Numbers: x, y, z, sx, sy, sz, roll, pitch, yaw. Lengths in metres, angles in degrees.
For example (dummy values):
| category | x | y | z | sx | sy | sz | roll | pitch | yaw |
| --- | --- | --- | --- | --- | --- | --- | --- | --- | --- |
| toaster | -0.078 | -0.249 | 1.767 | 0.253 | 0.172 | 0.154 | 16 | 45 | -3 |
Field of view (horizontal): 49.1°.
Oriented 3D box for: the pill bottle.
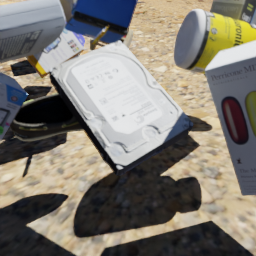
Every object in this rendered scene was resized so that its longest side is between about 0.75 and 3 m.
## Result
| category | x | y | z | sx | sy | sz | roll | pitch | yaw |
| --- | --- | --- | --- | --- | --- | --- | --- | --- | --- |
| pill bottle | 2.271 | -1.717 | 6.205 | 2.255 | 1.255 | 1.255 | 10 | 35 | -12 |

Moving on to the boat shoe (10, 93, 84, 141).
| category | x | y | z | sx | sy | sz | roll | pitch | yaw |
| --- | --- | --- | --- | --- | --- | --- | --- | --- | --- |
| boat shoe | -1.208 | -0.358 | 5.847 | 2.409 | 0.725 | 0.859 | -20 | 77 | -17 |

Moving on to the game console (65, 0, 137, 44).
| category | x | y | z | sx | sy | sz | roll | pitch | yaw |
| --- | --- | --- | --- | --- | --- | --- | --- | --- | --- |
| game console | -0.777 | -3.162 | 7.797 | 1.617 | 0.957 | 1.380 | 8 | -6 | -29 |

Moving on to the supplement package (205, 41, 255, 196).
| category | x | y | z | sx | sy | sz | roll | pitch | yaw |
| --- | --- | --- | --- | --- | --- | --- | --- | --- | --- |
| supplement package | 2.375 | -0.217 | 4.750 | 1.354 | 2.381 | 1.304 | -12 | 20 | 34 |

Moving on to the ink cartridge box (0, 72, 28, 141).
| category | x | y | z | sx | sy | sz | roll | pitch | yaw |
| --- | --- | --- | --- | --- | --- | --- | --- | --- | --- |
| ink cartridge box | -2.543 | -0.421 | 4.967 | 0.842 | 1.147 | 0.838 | 25 | 11 | -47 |

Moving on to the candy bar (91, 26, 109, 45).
| category | x | y | z | sx | sy | sz | roll | pitch | yaw |
| --- | --- | --- | --- | --- | --- | --- | --- | --- | --- |
| candy bar | -0.724 | -2.351 | 7.152 | 0.928 | 0.103 | 0.231 | -9 | 48 | 61 |

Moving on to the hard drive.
| category | x | y | z | sx | sy | sz | roll | pitch | yaw |
| --- | --- | --- | --- | --- | --- | --- | --- | --- | --- |
| hard drive | -0.164 | -0.461 | 4.889 | 1.568 | 0.425 | 2.244 | -28 | 68 | -21 |

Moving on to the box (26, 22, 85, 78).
| category | x | y | z | sx | sy | sz | roll | pitch | yaw |
| --- | --- | --- | --- | --- | --- | --- | --- | --- | --- |
| box | -2.196 | -2.425 | 8.455 | 1.759 | 1.047 | 0.365 | -39 | 8 | -19 |

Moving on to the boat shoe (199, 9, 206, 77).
| category | x | y | z | sx | sy | sz | roll | pitch | yaw |
| --- | --- | --- | --- | --- | --- | --- | --- | --- | --- |
| boat shoe | 2.351 | -2.471 | 8.490 | 0.809 | 2.264 | 0.744 | -14 | 16 | 44 |

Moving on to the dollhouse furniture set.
| category | x | y | z | sx | sy | sz | roll | pitch | yaw |
| --- | --- | --- | --- | --- | --- | --- | --- | --- | --- |
| dollhouse furniture set | -1.047 | -4.030 | 9.536 | 2.720 | 1.917 | 1.906 | 21 | 64 | 1 |

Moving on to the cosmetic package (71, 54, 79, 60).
| category | x | y | z | sx | sy | sz | roll | pitch | yaw |
| --- | --- | --- | --- | --- | --- | --- | --- | --- | --- |
| cosmetic package | -3.196 | -4.057 | 12.747 | 1.470 | 1.783 | 1.471 | -15 | 39 | -20 |

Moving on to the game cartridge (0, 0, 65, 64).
| category | x | y | z | sx | sy | sz | roll | pitch | yaw |
| --- | --- | --- | --- | --- | --- | --- | --- | --- | --- |
| game cartridge | -2.118 | -1.732 | 5.287 | 1.662 | 0.518 | 2.496 | -29 | 13 | -25 |

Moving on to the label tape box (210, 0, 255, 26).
| category | x | y | z | sx | sy | sz | roll | pitch | yaw |
| --- | --- | --- | --- | --- | --- | --- | --- | --- | --- |
| label tape box | 2.968 | -2.938 | 7.246 | 0.913 | 2.763 | 1.980 | 26 | 22 | 39 |
